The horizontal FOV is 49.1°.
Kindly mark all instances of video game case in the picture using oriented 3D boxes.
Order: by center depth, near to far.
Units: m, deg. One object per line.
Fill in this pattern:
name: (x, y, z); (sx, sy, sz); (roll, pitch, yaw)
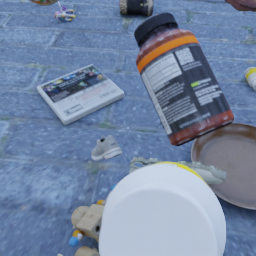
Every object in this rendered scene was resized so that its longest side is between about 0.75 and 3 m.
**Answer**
video game case: (-1.594, -1.200, 9.347); (2.210, 0.258, 2.009); (-29, 54, -23)

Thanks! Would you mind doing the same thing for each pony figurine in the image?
pony figurine: (-3.000, -5.308, 12.927); (0.961, 0.800, 0.928); (-3, 55, -23)

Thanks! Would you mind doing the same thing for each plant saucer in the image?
plant saucer: (2.948, 0.944, 7.224); (2.680, 0.430, 2.680); (0, 48, 0)

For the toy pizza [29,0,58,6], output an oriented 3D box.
toy pizza: (-2.468, -3.873, 7.752); (1.202, 1.202, 0.190); (1, 61, 1)

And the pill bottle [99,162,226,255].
pill bottle: (0.435, 1.059, 3.316); (1.269, 2.257, 1.269); (-1, 85, 11)

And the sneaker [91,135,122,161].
sneaker: (-0.462, 0.387, 5.771); (0.432, 1.156, 0.474); (-14, 88, -29)

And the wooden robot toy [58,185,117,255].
wooden robot toy: (-0.816, 2.177, 5.984); (1.140, 1.107, 2.513); (-5, 34, 47)

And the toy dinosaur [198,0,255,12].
toy dinosaur: (2.488, -3.266, 6.533); (1.697, 1.075, 2.504); (-17, 54, -35)

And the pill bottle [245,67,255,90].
pill bottle: (4.360, -1.688, 9.653); (0.458, 0.458, 0.822); (0, 47, 0)

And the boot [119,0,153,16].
boot: (0.380, -6.125, 13.597); (1.592, 0.774, 2.114); (0, 53, -1)

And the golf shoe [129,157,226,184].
golf shoe: (1.109, 1.286, 6.558); (2.250, 0.881, 1.094); (1, 79, 22)

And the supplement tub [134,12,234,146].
supplement tub: (0.890, -0.878, 4.996); (1.189, 1.189, 2.223); (-20, 81, -18)
